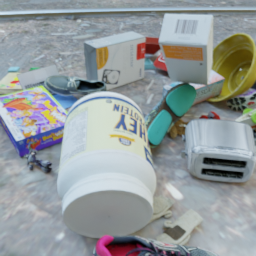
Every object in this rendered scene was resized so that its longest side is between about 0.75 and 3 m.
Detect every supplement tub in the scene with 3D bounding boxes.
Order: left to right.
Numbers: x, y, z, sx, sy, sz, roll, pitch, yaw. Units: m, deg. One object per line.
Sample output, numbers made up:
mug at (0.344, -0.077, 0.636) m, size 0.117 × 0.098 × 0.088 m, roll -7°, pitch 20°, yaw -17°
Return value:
supplement tub at (-0.463, 0.708, 5.996) m, size 1.938 × 1.938 × 2.673 m, roll -3°, pitch 42°, yaw -4°

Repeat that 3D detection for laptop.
laptop at (-2.813, -1.391, 10.042) m, size 1.558 × 1.664 × 0.965 m, roll -27°, pitch 14°, yaw -37°

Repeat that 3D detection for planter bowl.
planter bowl at (3.885, -1.994, 10.274) m, size 1.089 × 2.614 × 2.614 m, roll 20°, pitch 27°, yaw -24°

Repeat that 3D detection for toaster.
toaster at (2.367, 0.578, 7.078) m, size 2.028 × 1.152 × 1.310 m, roll 6°, pitch 38°, yaw 10°

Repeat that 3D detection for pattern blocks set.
pattern blocks set at (-4.578, -1.808, 11.375) m, size 2.574 × 0.237 × 2.928 m, roll 6°, pitch 35°, yaw 10°

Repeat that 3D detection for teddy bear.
teddy bear at (1.515, -0.004, 8.648) m, size 1.254 × 0.419 × 0.909 m, roll 0°, pitch 46°, yaw -8°

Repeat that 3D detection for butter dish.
butter dish at (2.147, -2.951, 12.450) m, size 1.466 × 1.087 × 1.470 m, roll 34°, pitch 88°, yaw 44°

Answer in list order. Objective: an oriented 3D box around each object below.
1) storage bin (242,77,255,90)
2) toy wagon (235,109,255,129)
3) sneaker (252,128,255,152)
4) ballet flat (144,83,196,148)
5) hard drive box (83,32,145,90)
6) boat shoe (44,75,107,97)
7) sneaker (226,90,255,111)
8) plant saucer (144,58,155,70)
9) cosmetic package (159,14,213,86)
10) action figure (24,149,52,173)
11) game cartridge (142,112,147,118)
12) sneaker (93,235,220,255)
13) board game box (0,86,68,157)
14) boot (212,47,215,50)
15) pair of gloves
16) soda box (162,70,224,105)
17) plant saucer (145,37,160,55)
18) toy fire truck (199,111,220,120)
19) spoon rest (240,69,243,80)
storage bin at (5.208, -2.286, 11.579) m, size 1.222 × 0.848 × 1.808 m, roll -27°, pitch 43°, yaw -35°
toy wagon at (4.347, -0.628, 8.235) m, size 2.338 × 0.463 × 1.814 m, roll -28°, pitch -2°, yaw 16°
sneaker at (3.906, 0.267, 7.810) m, size 1.666 × 0.660 × 0.616 m, roll -8°, pitch 39°, yaw 0°
ballet flat at (1.037, -0.432, 8.327) m, size 0.988 × 0.988 × 2.662 m, roll 24°, pitch 53°, yaw 31°
hard drive box at (-0.499, -2.684, 11.271) m, size 2.356 × 1.836 × 0.905 m, roll -25°, pitch 41°, yaw -30°
boat shoe at (-1.864, -1.579, 10.118) m, size 2.262 × 0.699 × 0.823 m, roll 12°, pitch 63°, yaw -8°
sneaker at (4.086, -0.967, 9.616) m, size 1.341 × 0.541 × 0.559 m, roll -15°, pitch 18°, yaw 32°
plant saucer at (-0.190, -2.904, 13.031) m, size 2.818 × 0.267 × 0.985 m, roll -7°, pitch 35°, yaw -12°
cosmetic package at (1.673, -2.061, 7.763) m, size 1.202 × 2.370 × 0.844 m, roll 9°, pitch 79°, yaw 19°
action figure at (-2.362, 0.863, 7.237) m, size 0.835 × 0.543 × 0.290 m, roll 21°, pitch 22°, yaw 18°
game cartridge at (0.192, -0.461, 8.788) m, size 0.801 × 0.237 × 1.235 m, roll 25°, pitch 2°, yaw 16°
sneaker at (0.522, 2.322, 4.729) m, size 2.284 × 0.853 × 0.921 m, roll 1°, pitch 34°, yaw 1°
board game box at (-2.975, -0.341, 8.721) m, size 1.740 × 0.579 × 2.587 m, roll -21°, pitch 43°, yaw -29°
boot at (3.990, -3.655, 13.840) m, size 1.602 × 0.581 × 1.457 m, roll -10°, pitch 21°, yaw -27°
pair of gloves at (0.802, 1.944, 5.866) m, size 1.042 × 0.215 × 1.225 m, roll -33°, pitch 41°, yaw -32°
soda box at (2.350, -1.360, 10.101) m, size 2.244 × 0.713 × 0.767 m, roll -21°, pitch 45°, yaw -22°
plant saucer at (1.000, -3.888, 13.461) m, size 1.497 × 0.275 × 1.494 m, roll -4°, pitch -7°, yaw -25°
toy fire truck at (2.395, 0.074, 7.950) m, size 0.545 × 0.972 × 0.816 m, roll -4°, pitch 34°, yaw -23°
spoon rest at (3.930, -2.291, 11.713) m, size 1.795 × 0.892 × 0.544 m, roll 9°, pitch 16°, yaw 35°
